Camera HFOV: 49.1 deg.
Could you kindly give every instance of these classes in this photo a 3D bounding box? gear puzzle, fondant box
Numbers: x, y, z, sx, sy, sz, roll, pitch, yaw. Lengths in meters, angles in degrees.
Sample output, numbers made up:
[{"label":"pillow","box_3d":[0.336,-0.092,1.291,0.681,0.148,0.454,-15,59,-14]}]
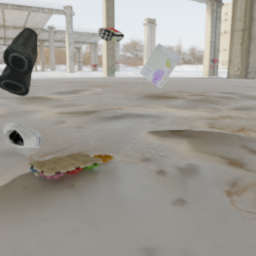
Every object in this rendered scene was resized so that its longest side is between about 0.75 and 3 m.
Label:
[{"label":"gear puzzle","box_3d":[-1.257,0.886,6.762,2.084,0.273,1.079,-8,13,-43]},{"label":"fondant box","box_3d":[1.474,-2.887,13.026,1.201,1.665,0.485,39,15,24]}]

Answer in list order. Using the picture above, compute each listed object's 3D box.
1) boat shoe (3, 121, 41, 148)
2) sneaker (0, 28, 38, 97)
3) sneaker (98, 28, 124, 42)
[{"label":"boat shoe","box_3d":[-3.453,0.242,8.631,1.898,0.683,0.624,21,19,37]},{"label":"sneaker","box_3d":[-3.245,-1.916,8.567,1.031,1.233,2.716,25,-33,-22]},{"label":"sneaker","box_3d":[-0.811,-4.101,12.146,1.384,0.533,0.588,-2,49,-45]}]
